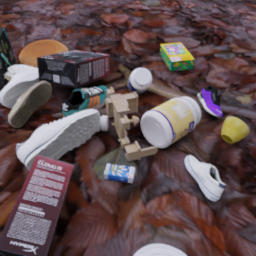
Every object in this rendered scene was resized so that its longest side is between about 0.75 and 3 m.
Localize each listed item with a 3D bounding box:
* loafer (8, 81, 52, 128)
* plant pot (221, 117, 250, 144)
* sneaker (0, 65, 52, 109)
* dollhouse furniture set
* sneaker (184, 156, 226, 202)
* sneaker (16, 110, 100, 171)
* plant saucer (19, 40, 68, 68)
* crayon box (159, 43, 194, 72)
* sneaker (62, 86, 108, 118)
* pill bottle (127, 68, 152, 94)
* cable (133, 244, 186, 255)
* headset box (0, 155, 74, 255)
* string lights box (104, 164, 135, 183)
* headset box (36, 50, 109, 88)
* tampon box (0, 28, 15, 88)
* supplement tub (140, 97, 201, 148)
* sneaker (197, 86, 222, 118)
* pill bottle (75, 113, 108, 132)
[{"bbox_3d":[-3.835,-0.981,10.719,0.734,0.814,2.151,21,65,42],"label":"loafer"},{"bbox_3d":[3.649,0.158,9.813,0.924,0.924,0.656,34,74,32],"label":"plant pot"},{"bbox_3d":[-4.716,-1.812,11.876,1.716,1.094,2.969,14,35,18],"label":"sneaker"},{"bbox_3d":[0.121,-0.343,9.868,1.222,1.431,2.760,-13,43,-12],"label":"dollhouse furniture set"},{"bbox_3d":[2.312,1.338,8.325,0.668,0.648,1.829,23,22,-30],"label":"sneaker"},{"bbox_3d":[-2.282,0.168,9.273,2.971,1.135,1.196,-34,48,-20],"label":"sneaker"},{"bbox_3d":[-4.373,-3.899,14.509,2.529,0.473,2.529,0,45,0],"label":"plant saucer"},{"bbox_3d":[2.427,-3.615,14.165,1.156,0.567,1.946,-8,42,-9],"label":"crayon box"},{"bbox_3d":[-1.614,-1.185,11.124,0.874,0.978,2.449,24,46,26],"label":"sneaker"},{"bbox_3d":[0.479,-1.930,11.443,0.888,0.888,1.599,-5,-2,-6],"label":"pill bottle"},{"bbox_3d":[0.708,3.484,6.156,1.788,0.619,1.787,30,50,29],"label":"cable"},{"bbox_3d":[-2.168,2.082,6.609,1.003,1.934,2.598,18,42,-11],"label":"headset box"},{"bbox_3d":[-0.267,1.418,8.745,0.895,0.264,0.460,6,40,7],"label":"string lights box"},{"bbox_3d":[-2.225,-2.667,12.224,2.032,1.055,2.731,15,29,26],"label":"headset box"},{"bbox_3d":[-6.369,-3.195,12.722,1.549,1.838,2.453,-4,42,-5],"label":"tampon box"},{"bbox_3d":[1.512,-0.242,9.757,1.859,1.352,1.352,-28,49,-32],"label":"supplement tub"},{"bbox_3d":[3.355,-1.123,11.047,0.581,0.831,1.671,22,31,-31],"label":"sneaker"},{"bbox_3d":[-1.373,-0.188,10.246,1.225,0.671,0.671,3,42,2],"label":"pill bottle"}]
